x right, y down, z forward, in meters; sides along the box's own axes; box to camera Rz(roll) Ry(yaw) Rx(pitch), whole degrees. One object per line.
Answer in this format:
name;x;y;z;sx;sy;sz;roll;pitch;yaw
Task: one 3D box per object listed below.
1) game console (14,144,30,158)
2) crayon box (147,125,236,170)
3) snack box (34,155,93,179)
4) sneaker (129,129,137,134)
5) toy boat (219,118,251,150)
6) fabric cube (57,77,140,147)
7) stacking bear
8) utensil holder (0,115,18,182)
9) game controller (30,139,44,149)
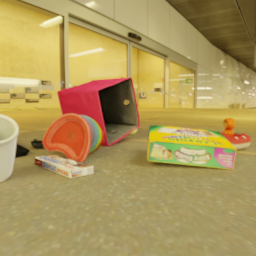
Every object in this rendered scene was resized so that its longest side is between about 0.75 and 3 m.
game console;-4.700;0.909;10.253;1.125;0.230;1.907;16;16;38
crayon box;2.020;0.579;9.666;2.665;0.777;2.299;5;12;3
snack box;-2.032;1.151;8.623;0.782;0.264;2.175;-7;9;-44
sneaker;-0.928;-0.159;16.300;2.782;1.054;1.461;5;9;31
toy boat;4.200;0.231;11.770;2.010;1.314;1.312;-4;6;-37
fabric cube;-1.368;-0.873;13.667;2.659;2.617;2.667;3;23;38
stacking bear;-1.681;0.336;10.550;1.650;1.546;2.718;25;2;12
utensil holder;-3.538;0.552;7.208;1.224;1.440;1.224;15;32;-10
game controller;-3.080;0.642;12.156;2.122;0.447;1.107;0;7;-6
